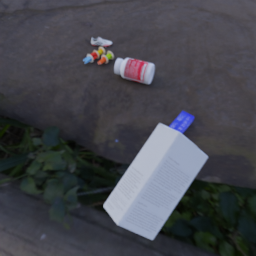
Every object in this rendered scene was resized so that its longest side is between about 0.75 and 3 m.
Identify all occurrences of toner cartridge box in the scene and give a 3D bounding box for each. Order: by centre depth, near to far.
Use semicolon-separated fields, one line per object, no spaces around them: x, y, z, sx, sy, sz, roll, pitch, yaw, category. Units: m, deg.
2.209;-0.159;11.731;0.570;0.259;1.199;30;56;24;toner cartridge box

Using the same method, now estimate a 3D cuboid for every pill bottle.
0.284;-2.755;13.401;1.782;1.001;1.001;16;52;12;pill bottle

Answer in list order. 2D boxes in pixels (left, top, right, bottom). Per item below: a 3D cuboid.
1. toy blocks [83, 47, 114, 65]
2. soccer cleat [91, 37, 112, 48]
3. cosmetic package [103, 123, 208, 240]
-1.561;-3.568;14.419;1.087;0.474;1.304;34;58;25;toy blocks
-1.471;-4.723;15.365;1.144;0.487;0.393;2;51;3;soccer cleat
0.702;1.353;7.118;2.586;1.311;0.921;-55;33;-3;cosmetic package
